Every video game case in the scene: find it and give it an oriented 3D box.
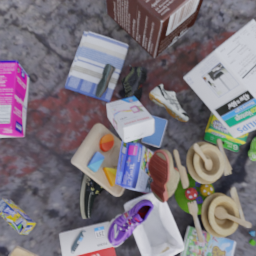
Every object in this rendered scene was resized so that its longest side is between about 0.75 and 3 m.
[{"bbox_3d":[2.421,4.190,8.821,1.573,0.191,1.728,17,80,3],"label":"video game case"}]

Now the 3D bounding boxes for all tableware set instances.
[{"bbox_3d":[2.726,1.864,8.666,1.982,0.601,2.999,-11,82,-25],"label":"tableware set"}]

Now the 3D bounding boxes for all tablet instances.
[{"bbox_3d":[0.947,0.118,10.058,0.695,0.073,1.068,17,75,5],"label":"tablet"}]

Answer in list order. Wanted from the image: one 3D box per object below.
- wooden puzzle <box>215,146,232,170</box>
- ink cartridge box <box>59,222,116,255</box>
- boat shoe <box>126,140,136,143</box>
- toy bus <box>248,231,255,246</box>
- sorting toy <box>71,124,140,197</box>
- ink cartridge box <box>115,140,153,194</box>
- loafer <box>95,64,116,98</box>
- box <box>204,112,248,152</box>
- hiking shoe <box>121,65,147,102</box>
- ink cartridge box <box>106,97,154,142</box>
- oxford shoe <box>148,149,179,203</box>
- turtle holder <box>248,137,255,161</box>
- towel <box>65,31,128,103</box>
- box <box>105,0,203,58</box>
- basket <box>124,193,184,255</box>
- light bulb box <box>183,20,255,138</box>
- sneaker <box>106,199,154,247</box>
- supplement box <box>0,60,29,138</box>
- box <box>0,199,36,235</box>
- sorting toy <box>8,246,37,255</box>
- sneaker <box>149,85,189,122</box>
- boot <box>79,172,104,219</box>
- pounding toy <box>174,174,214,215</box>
[{"bbox_3d":[2.990,1.159,9.740,0.900,0.181,0.972,-19,71,-5],"label":"wooden puzzle"},{"bbox_3d":[-1.249,3.894,8.892,1.635,0.366,1.441,-13,74,-3],"label":"ink cartridge box"},{"bbox_3d":[0.048,0.415,9.810,0.421,0.363,1.171,-23,79,15],"label":"boat shoe"},{"bbox_3d":[4.526,3.622,8.852,1.053,0.577,1.116,-33,77,-8],"label":"toy bus"},{"bbox_3d":[-0.443,0.648,8.716,1.800,0.358,2.435,39,52,-12],"label":"sorting toy"},{"bbox_3d":[0.362,1.275,8.650,0.464,2.211,1.320,2,73,30],"label":"ink cartridge box"},{"bbox_3d":[-0.780,-1.645,10.040,0.455,0.398,1.266,33,105,49],"label":"loafer"},{"bbox_3d":[3.657,-0.414,9.954,1.361,0.561,2.319,21,77,5],"label":"box"},{"bbox_3d":[0.099,-1.472,10.282,0.837,0.629,1.662,19,86,36],"label":"hiking shoe"},{"bbox_3d":[0.050,-0.276,8.128,0.956,0.560,1.323,-17,42,-17],"label":"ink cartridge box"},{"bbox_3d":[1.040,1.223,7.767,0.761,2.036,0.717,-33,52,-26],"label":"oxford shoe"},{"bbox_3d":[5.061,0.646,9.241,1.808,1.374,1.284,1,75,-1],"label":"turtle holder"},{"bbox_3d":[-1.172,-2.338,10.583,1.835,0.297,2.498,17,77,-1],"label":"towel"},{"bbox_3d":[0.911,-4.637,10.159,2.337,2.313,2.817,-42,79,-11],"label":"box"},{"bbox_3d":[0.749,3.031,8.711,1.258,1.145,1.856,-21,76,-5],"label":"basket"},{"bbox_3d":[3.587,-1.512,8.662,2.510,1.580,2.532,-39,89,-31],"label":"light bulb box"},{"bbox_3d":[0.056,2.607,7.868,1.653,0.690,0.666,-43,90,-18],"label":"sneaker"},{"bbox_3d":[-4.324,-0.968,9.740,1.263,1.236,2.443,0,75,0],"label":"supplement box"},{"bbox_3d":[-3.591,2.806,8.895,1.333,0.467,0.429,31,81,25],"label":"box"},{"bbox_3d":[-2.461,3.644,6.568,1.465,0.510,1.456,39,78,-22],"label":"sorting toy"},{"bbox_3d":[1.586,-0.930,10.051,1.684,0.637,0.738,40,78,9],"label":"sneaker"},{"bbox_3d":[-0.638,1.856,9.192,1.740,0.831,2.303,6,77,0],"label":"boot"},{"bbox_3d":[2.387,2.236,9.059,1.756,0.815,1.356,42,75,10],"label":"pounding toy"}]
